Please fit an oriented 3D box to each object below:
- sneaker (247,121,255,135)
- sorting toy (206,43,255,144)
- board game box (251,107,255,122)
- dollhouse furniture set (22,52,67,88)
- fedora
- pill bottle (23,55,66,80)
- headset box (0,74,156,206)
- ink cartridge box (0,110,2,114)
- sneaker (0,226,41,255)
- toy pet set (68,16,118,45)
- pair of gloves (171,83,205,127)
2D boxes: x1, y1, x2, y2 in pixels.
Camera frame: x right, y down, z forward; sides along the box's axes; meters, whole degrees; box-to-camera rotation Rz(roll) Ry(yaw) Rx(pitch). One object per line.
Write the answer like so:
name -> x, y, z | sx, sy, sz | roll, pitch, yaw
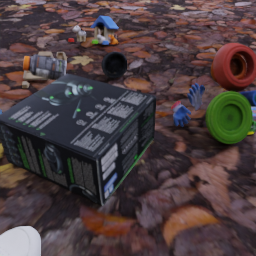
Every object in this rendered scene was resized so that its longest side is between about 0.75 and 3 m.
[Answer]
sneaker -> 2.984, -0.006, 7.510 | 0.937, 0.399, 0.366 | -13, 38, -14
sorting toy -> 2.660, -0.867, 7.430 | 1.551, 2.581, 1.060 | 13, -2, -16
board game box -> 4.149, -0.372, 8.032 | 2.273, 0.221, 1.170 | 13, 29, 18
dollhouse furniture set -> -2.989, -1.949, 10.293 | 1.358, 0.777, 1.592 | -1, 60, 1
fedora -> -0.544, -2.270, 10.151 | 1.016, 1.016, 0.464 | -19, 14, -23
pill bottle -> -2.503, -1.824, 8.405 | 1.200, 0.637, 0.637 | 9, 33, -18
headset box -> -1.192, 0.015, 6.664 | 2.922, 1.356, 2.544 | 18, 40, 23
ink cartridge box -> -4.300, -0.071, 7.414 | 0.957, 0.564, 1.662 | 16, 41, 17
sneaker -> -2.207, 2.267, 3.610 | 1.034, 1.376, 2.763 | 17, 38, 23
toy pet set -> -1.250, -4.306, 12.224 | 2.109, 1.120, 1.970 | 14, 23, 28
pair of gloves -> 1.650, -0.607, 7.548 | 1.238, 0.995, 0.141 | -45, 51, -6
